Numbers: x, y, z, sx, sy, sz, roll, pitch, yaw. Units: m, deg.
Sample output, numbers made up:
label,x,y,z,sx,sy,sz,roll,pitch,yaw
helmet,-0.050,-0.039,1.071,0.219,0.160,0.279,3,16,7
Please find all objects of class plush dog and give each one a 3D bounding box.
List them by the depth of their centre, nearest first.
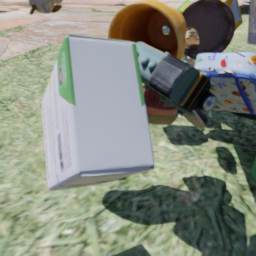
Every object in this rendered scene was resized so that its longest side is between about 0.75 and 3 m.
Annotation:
label,x,y,z,sx,sy,sz,roll,pitch,yaw
plush dog,-2.243,-3.242,7.294,1.041,0.835,0.894,24,7,-7

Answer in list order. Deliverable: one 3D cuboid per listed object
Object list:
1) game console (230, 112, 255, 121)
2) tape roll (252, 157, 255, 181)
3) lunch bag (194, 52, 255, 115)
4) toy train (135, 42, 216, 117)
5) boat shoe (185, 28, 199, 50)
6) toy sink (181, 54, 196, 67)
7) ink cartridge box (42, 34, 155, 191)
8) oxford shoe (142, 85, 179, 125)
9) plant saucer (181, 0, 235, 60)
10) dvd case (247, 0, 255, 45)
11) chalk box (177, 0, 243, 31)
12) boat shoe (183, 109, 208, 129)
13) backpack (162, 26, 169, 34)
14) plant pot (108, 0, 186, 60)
label,x,y,z,sx,sy,sz,roll,pitch,yaw
game console,3.833,-1.343,7.245,2.550,1.687,2.899,15,30,-1
tape roll,4.480,1.197,7.463,2.109,0.507,2.109,0,32,0
lunch bag,1.846,-0.744,4.921,1.231,1.537,0.581,13,77,38
toy train,0.564,-0.841,4.410,1.018,0.761,1.787,24,15,-46
boat shoe,1.720,-2.489,7.764,0.468,0.457,1.237,4,31,-1
toy sink,2.161,-2.526,9.740,0.658,1.174,0.765,-16,73,19
ink cartridge box,-0.642,-0.002,4.199,0.965,2.298,1.664,-2,75,-24
oxford shoe,-0.218,-0.558,6.598,2.906,1.073,1.028,14,58,9
plant saucer,2.388,-3.083,8.816,1.863,1.863,0.321,1,31,2
dvd case,2.527,-2.090,5.303,0.082,1.026,0.763,-9,22,-8
chalk box,2.720,-4.021,10.017,1.317,1.323,2.127,-46,45,-3
boat shoe,1.301,-1.141,6.893,0.792,2.525,0.917,-36,-1,-7
backpack,0.717,-3.126,8.852,1.253,0.944,1.113,3,-8,0
plant pot,0.554,-1.876,5.724,1.485,1.485,1.359,15,37,22
